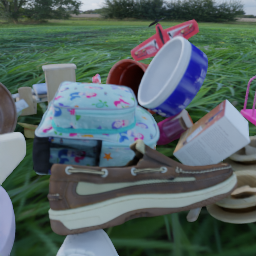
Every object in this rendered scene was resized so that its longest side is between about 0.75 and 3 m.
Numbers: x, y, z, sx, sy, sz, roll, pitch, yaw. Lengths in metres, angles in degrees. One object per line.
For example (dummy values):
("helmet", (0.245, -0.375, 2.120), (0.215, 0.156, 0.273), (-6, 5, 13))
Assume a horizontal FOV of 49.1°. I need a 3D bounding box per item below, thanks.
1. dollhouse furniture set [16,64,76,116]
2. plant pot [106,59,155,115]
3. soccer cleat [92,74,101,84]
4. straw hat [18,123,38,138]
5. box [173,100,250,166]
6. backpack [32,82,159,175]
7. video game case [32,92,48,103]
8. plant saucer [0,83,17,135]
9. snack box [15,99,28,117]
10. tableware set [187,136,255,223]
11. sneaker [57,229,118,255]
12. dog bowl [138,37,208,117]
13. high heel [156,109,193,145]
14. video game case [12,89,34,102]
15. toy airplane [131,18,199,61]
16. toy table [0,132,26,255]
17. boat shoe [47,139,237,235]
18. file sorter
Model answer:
("dollhouse furniture set", (-3.120, -1.786, 10.543), (2.287, 1.581, 2.422), (-10, 29, -22))
("plant pot", (0.655, -1.265, 9.381), (2.025, 2.025, 1.970), (22, 25, 39))
("soccer cleat", (-1.440, -2.213, 13.077), (0.369, 0.423, 1.106), (-36, 20, 11))
("straw hat", (-2.755, 0.113, 7.968), (0.843, 0.357, 0.843), (13, 0, 0))
("box", (1.882, 0.223, 6.334), (0.767, 1.443, 1.099), (46, 30, -3))
("backpack", (-0.606, 0.063, 6.244), (2.562, 1.929, 2.274), (11, 24, -9))
("video game case", (-3.331, -1.355, 11.518), (1.283, 0.150, 1.166), (-16, 29, -29))
("plant saucer", (-4.136, -0.288, 6.915), (2.581, 0.472, 2.581), (12, 60, -20))
("snack box", (-3.608, -0.346, 8.273), (0.841, 0.313, 1.182), (-34, 9, 27))
("tableware set", (2.348, 0.753, 5.512), (1.934, 0.586, 2.926), (-12, 15, 33))
("sneaker", (-0.466, 1.869, 2.928), (1.093, 1.278, 2.934), (-4, 16, -5))
("dog bowl", (1.065, -1.248, 7.008), (0.746, 1.894, 1.894), (26, 18, -19))
("high heel", (1.197, 0.008, 7.822), (1.070, 0.750, 2.225), (-27, -9, 21))
("video game case", (-4.165, -1.071, 10.275), (1.141, 0.131, 1.039), (-19, 9, 39))
("toy airplane", (1.218, -2.229, 8.273), (2.130, 2.130, 0.392), (10, 11, 21))
("toy table", (-2.859, 1.069, 4.294), (2.610, 1.663, 2.839), (-17, 29, -33))
("boat shoe", (0.320, 0.708, 4.250), (3.007, 1.112, 1.110), (-7, -5, -22))
("file sorter", (4.799, -0.690, 8.517), (1.563, 1.411, 2.250), (-3, 25, -7))
